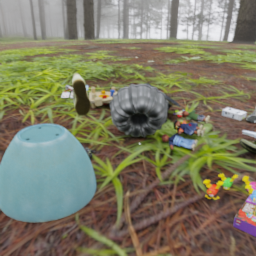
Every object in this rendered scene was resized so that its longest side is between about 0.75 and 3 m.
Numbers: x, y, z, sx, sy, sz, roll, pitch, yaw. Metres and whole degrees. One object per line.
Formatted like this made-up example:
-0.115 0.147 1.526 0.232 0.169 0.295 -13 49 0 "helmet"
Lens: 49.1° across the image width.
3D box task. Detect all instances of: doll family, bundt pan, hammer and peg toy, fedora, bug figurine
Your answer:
2.411 0.073 11.926 1.449 0.983 2.506 17 32 24 "doll family"
0.460 -0.535 11.663 2.557 2.557 0.960 0 47 0 "bundt pan"
-1.290 -1.608 15.861 1.782 0.854 2.422 -2 24 -9 "hammer and peg toy"
1.503 -1.319 14.401 2.410 1.100 2.410 32 9 -6 "fedora"
3.235 1.808 8.340 1.779 0.458 1.380 0 11 37 "bug figurine"

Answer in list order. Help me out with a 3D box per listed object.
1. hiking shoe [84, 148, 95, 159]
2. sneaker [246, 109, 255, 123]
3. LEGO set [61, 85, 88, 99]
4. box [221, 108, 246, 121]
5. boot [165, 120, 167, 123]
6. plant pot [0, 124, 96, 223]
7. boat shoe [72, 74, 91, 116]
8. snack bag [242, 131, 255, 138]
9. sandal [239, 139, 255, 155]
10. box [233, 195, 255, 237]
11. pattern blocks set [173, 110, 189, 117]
-1.540 1.022 10.391 0.404 0.304 0.802 13 35 13 "hiking shoe"
6.406 -0.806 14.028 0.541 0.832 1.441 21 31 40 "sneaker"
-3.403 -2.343 18.280 1.582 0.520 2.118 -1 35 -2 "LEGO set"
5.471 -0.725 14.488 1.046 0.314 0.610 21 31 40 "box"
1.749 -0.437 13.968 0.518 0.275 0.787 23 43 35 "boot"
-2.476 1.036 8.422 2.945 1.983 2.945 0 23 0 "plant pot"
-2.103 -1.407 12.304 0.728 1.997 0.628 -14 45 -8 "boat shoe"
5.712 0.468 11.083 1.641 0.186 1.740 10 8 -21 "snack bag"
5.164 0.742 10.564 1.843 0.526 0.732 15 -15 16 "sandal"
3.797 2.465 7.168 1.771 0.346 1.212 18 30 35 "box"
2.819 -0.763 14.872 0.922 0.075 0.811 -13 27 -26 "pattern blocks set"
